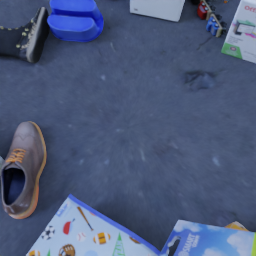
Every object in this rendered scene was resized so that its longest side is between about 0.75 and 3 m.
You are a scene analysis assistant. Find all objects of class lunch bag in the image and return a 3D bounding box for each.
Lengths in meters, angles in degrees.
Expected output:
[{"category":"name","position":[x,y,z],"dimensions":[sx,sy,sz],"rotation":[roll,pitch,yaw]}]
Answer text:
[{"category":"lunch bag","position":[-0.624,2.722,5.238],"dimensions":[2.256,1.397,1.918],"rotation":[22,63,20]}]

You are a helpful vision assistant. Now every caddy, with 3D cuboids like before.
[{"category":"caddy","position":[-1.684,-3.426,8.872],"dimensions":[1.773,0.931,1.253],"rotation":[6,84,3]}]

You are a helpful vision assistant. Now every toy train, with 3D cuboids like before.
[{"category":"toy train","position":[2.618,-3.970,9.442],"dimensions":[0.556,0.414,2.429],"rotation":[-16,62,-5]}]

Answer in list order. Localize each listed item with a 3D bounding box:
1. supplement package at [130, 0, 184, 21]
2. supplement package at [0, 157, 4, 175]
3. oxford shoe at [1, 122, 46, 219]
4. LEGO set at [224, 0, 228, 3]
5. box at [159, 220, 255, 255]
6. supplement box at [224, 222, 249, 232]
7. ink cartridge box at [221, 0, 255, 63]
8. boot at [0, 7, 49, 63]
[{"category":"supplement package","position":[1.260,-5.347,9.409],"dimensions":[1.742,1.763,2.908],"rotation":[14,62,7]},{"category":"supplement package","position":[-4.040,0.630,6.507],"dimensions":[1.942,1.135,1.139],"rotation":[29,65,15]},{"category":"oxford shoe","position":[-2.454,0.802,6.554],"dimensions":[0.862,0.881,2.417],"rotation":[-6,61,-3]},{"category":"LEGO set","position":[3.235,-4.796,10.047],"dimensions":[0.958,0.315,1.283],"rotation":[-31,55,-15]},{"category":"box","position":[1.588,1.994,3.769],"dimensions":[2.282,0.544,1.391],"rotation":[-1,18,30]},{"category":"supplement box","position":[1.531,3.269,5.160],"dimensions":[0.991,1.025,2.980],"rotation":[36,69,17]},{"category":"ink cartridge box","position":[3.678,-2.880,7.984],"dimensions":[1.380,1.906,0.800],"rotation":[22,63,12]},{"category":"boot","position":[-3.388,-2.975,8.726],"dimensions":[1.566,0.761,2.080],"rotation":[5,67,2]}]
